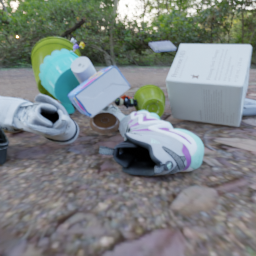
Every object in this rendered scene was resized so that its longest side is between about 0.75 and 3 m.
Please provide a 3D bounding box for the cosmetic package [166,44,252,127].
[{"bbox_3d":[2.970,-1.586,10.251,2.516,2.093,2.106,9,55,24],"label":"cosmetic package"}]

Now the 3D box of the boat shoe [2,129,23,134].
[{"bbox_3d":[-3.476,-0.401,9.885,0.831,0.917,2.574,3,15,12],"label":"boat shoe"}]

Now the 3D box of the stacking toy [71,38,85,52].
[{"bbox_3d":[-2.070,-2.925,10.598,0.646,0.857,0.201,35,6,35],"label":"stacking toy"}]

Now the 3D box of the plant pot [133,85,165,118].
[{"bbox_3d":[0.835,-0.835,10.117,1.236,1.236,1.191,-1,20,-3],"label":"plant pot"}]

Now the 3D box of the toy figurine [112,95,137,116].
[{"bbox_3d":[-0.187,-0.636,10.347,0.794,1.124,1.142,2,13,-13],"label":"toy figurine"}]

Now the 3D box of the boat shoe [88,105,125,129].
[{"bbox_3d":[-0.586,-0.487,9.533,1.849,0.607,0.665,24,30,15],"label":"boat shoe"}]

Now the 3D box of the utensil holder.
[{"bbox_3d":[-1.450,-1.853,9.385,0.712,0.712,0.838,6,-26,21],"label":"utensil holder"}]

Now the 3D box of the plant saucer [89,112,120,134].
[{"bbox_3d":[-0.736,-0.193,8.825,0.978,0.168,0.978,1,44,-1],"label":"plant saucer"}]

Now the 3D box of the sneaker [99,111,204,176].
[{"bbox_3d":[0.103,0.342,6.781,2.055,1.142,2.937,-10,18,-34],"label":"sneaker"}]

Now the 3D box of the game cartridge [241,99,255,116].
[{"bbox_3d":[5.143,-1.027,12.993,1.733,0.541,2.603,0,15,-16],"label":"game cartridge"}]

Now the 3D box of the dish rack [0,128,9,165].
[{"bbox_3d":[-4.299,0.550,6.824,2.452,0.669,1.880,-5,15,-30],"label":"dish rack"}]

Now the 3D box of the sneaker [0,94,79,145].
[{"bbox_3d":[-2.568,-0.378,7.159,2.635,0.990,1.514,18,-17,-2],"label":"sneaker"}]

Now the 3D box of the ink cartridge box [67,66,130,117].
[{"bbox_3d":[-0.985,-1.078,8.346,1.423,0.796,2.086,-38,15,-10],"label":"ink cartridge box"}]

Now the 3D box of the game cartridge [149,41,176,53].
[{"bbox_3d":[1.250,-2.934,10.159,0.867,0.166,0.562,-11,52,-22],"label":"game cartridge"}]

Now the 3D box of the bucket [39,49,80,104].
[{"bbox_3d":[-2.258,-1.834,10.367,1.815,1.815,1.181,-12,44,-38],"label":"bucket"}]

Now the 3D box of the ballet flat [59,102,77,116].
[{"bbox_3d":[-2.631,-0.896,12.318,0.747,0.747,2.011,6,20,21],"label":"ballet flat"}]

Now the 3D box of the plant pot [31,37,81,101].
[{"bbox_3d":[-3.130,-2.409,12.200,2.269,2.269,2.185,-3,44,-10],"label":"plant pot"}]
